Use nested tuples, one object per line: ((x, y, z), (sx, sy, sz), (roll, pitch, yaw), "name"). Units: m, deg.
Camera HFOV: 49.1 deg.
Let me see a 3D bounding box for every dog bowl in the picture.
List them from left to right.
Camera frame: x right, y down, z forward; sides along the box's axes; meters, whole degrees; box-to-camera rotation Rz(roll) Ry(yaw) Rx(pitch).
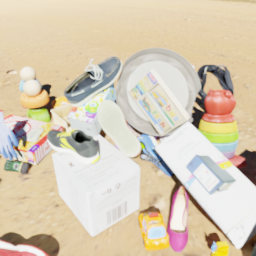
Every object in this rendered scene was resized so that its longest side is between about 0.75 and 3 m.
((0.930, -1.135, 9.368), (2.904, 2.904, 0.852), (-7, -6, -10), "dog bowl")

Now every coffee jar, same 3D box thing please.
((-3.582, 1.257, 9.019), (0.751, 0.321, 0.392), (8, 74, 12), "coffee jar")

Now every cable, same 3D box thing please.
((3.047, -1.284, 9.974), (0.496, 1.952, 1.593), (-29, 17, -28), "cable")

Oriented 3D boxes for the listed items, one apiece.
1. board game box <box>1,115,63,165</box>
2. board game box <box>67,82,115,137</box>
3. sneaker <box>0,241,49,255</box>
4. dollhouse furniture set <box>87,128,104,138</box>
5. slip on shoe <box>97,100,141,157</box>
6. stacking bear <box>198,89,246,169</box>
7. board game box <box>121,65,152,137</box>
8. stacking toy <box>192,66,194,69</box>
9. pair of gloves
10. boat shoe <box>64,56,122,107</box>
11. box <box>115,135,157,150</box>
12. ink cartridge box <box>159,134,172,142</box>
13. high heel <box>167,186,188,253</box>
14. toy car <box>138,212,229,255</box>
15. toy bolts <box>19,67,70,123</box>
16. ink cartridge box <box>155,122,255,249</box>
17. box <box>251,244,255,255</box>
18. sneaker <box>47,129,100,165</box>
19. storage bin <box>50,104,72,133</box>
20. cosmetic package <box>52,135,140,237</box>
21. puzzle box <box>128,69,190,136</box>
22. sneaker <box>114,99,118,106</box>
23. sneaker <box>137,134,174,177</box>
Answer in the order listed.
((-3.857, 0.357, 10.150), (2.412, 0.559, 1.827), (11, 32, 15), "board game box")
((-1.145, -0.703, 9.133), (0.882, 0.898, 1.712), (16, 61, 13), "board game box")
((-2.557, 3.105, 6.132), (1.665, 0.652, 0.962), (-1, 40, 21), "sneaker")
((-1.074, -0.143, 10.359), (0.909, 1.284, 1.397), (13, 2, 18), "dollhouse furniture set")
((-0.259, 0.035, 7.539), (0.701, 0.579, 1.892), (-34, 65, -2), "slip on shoe")
((2.811, -0.016, 8.670), (1.328, 2.335, 1.418), (-8, 15, -24), "stacking bear")
((0.425, -1.102, 10.538), (1.138, 1.873, 2.350), (-4, 33, -7), "board game box")
((3.292, -2.998, 15.540), (1.624, 0.382, 1.225), (-12, 35, -16), "stacking toy")
((-4.385, 0.338, 9.092), (2.046, 1.645, 0.233), (-13, 5, 28), "pair of gloves")
((-1.075, -1.539, 8.580), (2.109, 0.652, 0.790), (-38, 61, -7), "boat shoe")
((0.424, 0.223, 10.594), (1.325, 0.379, 1.936), (10, 34, 13), "box")
((1.722, 0.321, 10.223), (1.084, 0.362, 0.628), (-5, 54, -18), "ink cartridge box")
((1.316, 2.270, 7.103), (0.549, 0.781, 1.629), (8, 34, 14), "high heel")
((1.310, 2.465, 6.859), (2.223, 0.740, 1.091), (4, 34, 7), "toy car")
((-3.708, -1.629, 12.166), (2.426, 1.762, 2.540), (-23, 40, -31), "toy bolts")
((2.075, 1.398, 6.904), (1.153, 1.915, 2.635), (-38, 49, 3), "ink cartridge box")
((3.939, 2.029, 5.695), (2.018, 2.717, 1.689), (-26, 41, -34), "box")
((-1.433, 0.298, 7.283), (1.725, 0.730, 0.642), (21, 37, 26), "sneaker")
((-2.257, -0.432, 11.416), (1.267, 0.594, 1.258), (-25, 40, -33), "storage bin")
((-0.865, 1.473, 7.601), (1.580, 1.570, 1.888), (-24, 39, -31), "cosmetic package")
((0.889, -0.714, 8.365), (1.778, 1.183, 0.226), (53, 46, 2), "puzzle box")
((-1.378, -0.976, 12.162), (2.039, 0.820, 0.902), (11, 41, 24), "sneaker")
((0.779, 0.929, 8.891), (0.786, 0.692, 1.762), (-18, 49, -39), "sneaker")
